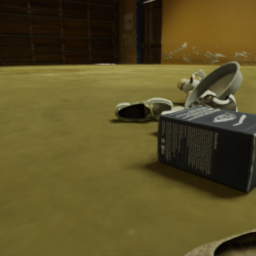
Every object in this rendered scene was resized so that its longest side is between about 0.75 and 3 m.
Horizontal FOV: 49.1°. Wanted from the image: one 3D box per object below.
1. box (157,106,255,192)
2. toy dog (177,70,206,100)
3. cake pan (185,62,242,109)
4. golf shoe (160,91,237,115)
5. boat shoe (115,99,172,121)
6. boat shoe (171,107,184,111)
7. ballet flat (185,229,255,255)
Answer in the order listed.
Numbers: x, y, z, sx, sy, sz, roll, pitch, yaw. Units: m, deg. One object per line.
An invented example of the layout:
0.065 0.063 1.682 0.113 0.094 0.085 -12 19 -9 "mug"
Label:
2.118 0.321 6.588 1.742 1.228 2.354 -15 21 -41 "box"
3.648 -2.316 14.165 1.616 1.180 2.451 39 56 20 "toy dog"
3.533 -1.541 11.567 0.504 2.749 2.749 41 9 -14 "cake pan"
2.330 -0.589 9.403 2.703 1.277 1.051 0 -1 -8 "golf shoe"
0.613 -0.647 10.832 2.275 0.813 0.680 -5 15 2 "boat shoe"
1.919 -0.623 11.554 1.036 0.383 0.313 -9 -20 -31 "boat shoe"
1.649 1.511 3.235 2.779 0.644 0.936 -6 38 -23 "ballet flat"
